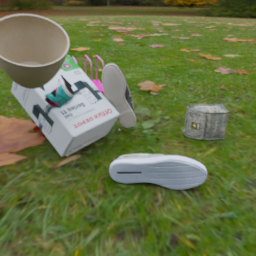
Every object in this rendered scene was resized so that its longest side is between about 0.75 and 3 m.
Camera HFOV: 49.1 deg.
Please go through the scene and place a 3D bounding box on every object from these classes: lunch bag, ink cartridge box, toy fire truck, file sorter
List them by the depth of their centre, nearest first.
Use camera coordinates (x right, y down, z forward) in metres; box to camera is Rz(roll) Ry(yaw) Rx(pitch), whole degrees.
[{"bbox_3d":[-1.973,-0.781,8.929,2.832,1.176,2.076,49,45,11],"label":"ink cartridge box"},{"bbox_3d":[2.595,-0.198,9.545,1.348,1.106,0.793,-2,29,-4],"label":"lunch bag"},{"bbox_3d":[-2.697,-0.269,9.890,1.275,0.715,1.071,-36,-2,14],"label":"toy fire truck"},{"bbox_3d":[-2.515,-2.537,13.510,2.573,1.614,1.788,-9,28,-16],"label":"file sorter"}]

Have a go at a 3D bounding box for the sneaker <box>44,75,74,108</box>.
[{"bbox_3d":[-1.906,-0.940,7.643,0.771,0.534,1.277,-40,30,5],"label":"sneaker"}]

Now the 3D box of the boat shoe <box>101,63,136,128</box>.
[{"bbox_3d":[-0.325,-1.103,9.415,0.800,2.394,0.682,-17,32,4],"label":"boat shoe"}]

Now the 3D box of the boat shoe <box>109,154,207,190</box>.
[{"bbox_3d":[0.775,1.019,7.473,2.547,0.917,0.790,3,24,11],"label":"boat shoe"}]

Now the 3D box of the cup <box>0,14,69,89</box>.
[{"bbox_3d":[-2.167,-1.534,6.218,1.599,1.143,1.599,9,54,-12],"label":"cup"}]
